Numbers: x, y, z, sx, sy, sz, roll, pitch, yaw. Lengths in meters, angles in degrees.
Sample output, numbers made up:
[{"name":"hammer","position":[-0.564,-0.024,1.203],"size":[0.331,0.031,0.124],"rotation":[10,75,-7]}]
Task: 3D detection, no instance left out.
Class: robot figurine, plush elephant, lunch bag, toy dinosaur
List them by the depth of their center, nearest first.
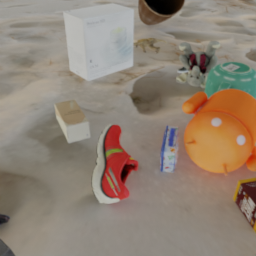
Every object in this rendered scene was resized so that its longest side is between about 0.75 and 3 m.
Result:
[{"name":"lunch bag","position":[1.096,0.520,7.378],"size":[0.442,0.938,1.171],"rotation":[5,45,11]},{"name":"robot figurine","position":[2.568,0.059,7.435],"size":[1.712,2.112,2.936],"rotation":[-3,26,38]},{"name":"plush elephant","position":[2.765,-2.375,11.326],"size":[1.566,1.901,1.472],"rotation":[7,58,15]},{"name":"toy dinosaur","position":[1.168,-4.573,14.993],"size":[2.773,0.807,1.402],"rotation":[-14,35,-19]}]

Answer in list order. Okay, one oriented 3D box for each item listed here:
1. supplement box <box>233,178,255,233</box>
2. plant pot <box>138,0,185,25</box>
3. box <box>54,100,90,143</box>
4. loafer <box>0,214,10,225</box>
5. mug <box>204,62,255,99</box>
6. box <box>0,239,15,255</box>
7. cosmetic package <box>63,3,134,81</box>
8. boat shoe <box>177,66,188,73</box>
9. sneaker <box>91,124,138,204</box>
[{"name":"supplement box","position":[3.003,1.629,6.112],"size":[0.939,0.632,0.952],"rotation":[-7,35,-10]},{"name":"plant pot","position":[1.730,-7.820,17.851],"size":[2.777,2.777,2.972],"rotation":[-10,-1,-15]},{"name":"box","position":[-1.778,-0.245,8.852],"size":[0.739,0.605,1.556],"rotation":[-16,37,-21]},{"name":"loafer","position":[-2.940,1.996,5.913],"size":[0.887,0.319,0.279],"rotation":[-3,47,9]},{"name":"mug","position":[3.735,-1.463,9.956],"size":[1.806,1.359,2.198],"rotation":[1,35,1]},{"name":"box","position":[-3.511,2.332,4.926],"size":[2.521,0.609,1.997],"rotation":[23,48,30]},{"name":"cosmetic package","position":[-1.196,-3.813,12.272],"size":[2.600,2.608,1.603],"rotation":[-26,42,-32]},{"name":"boat shoe","position":[2.578,-2.694,12.703],"size":[0.804,0.285,0.290],"rotation":[-19,39,-26]},{"name":"sneaker","position":[-0.235,0.838,6.983],"size":[0.993,0.900,2.338],"rotation":[-7,45,10]}]
